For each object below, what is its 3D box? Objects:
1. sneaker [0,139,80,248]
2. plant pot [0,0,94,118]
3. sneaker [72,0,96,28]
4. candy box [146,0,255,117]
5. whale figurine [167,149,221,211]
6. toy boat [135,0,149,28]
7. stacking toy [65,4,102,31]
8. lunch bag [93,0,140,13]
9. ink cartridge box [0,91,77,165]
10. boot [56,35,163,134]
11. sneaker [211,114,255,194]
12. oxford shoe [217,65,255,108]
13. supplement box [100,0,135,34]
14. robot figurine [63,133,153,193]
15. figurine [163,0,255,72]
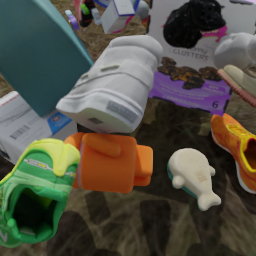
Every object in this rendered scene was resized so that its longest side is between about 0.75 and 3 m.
[{"bbox_3d":[-1.385,1.072,3.652,0.851,2.297,0.960,22,39,-21],"label":"sneaker"},{"bbox_3d":[-2.442,-2.188,7.121,2.039,2.887,2.040,-32,50,3],"label":"plant pot"},{"bbox_3d":[-1.588,-4.344,9.471,0.763,1.760,0.649,22,34,38],"label":"sneaker"},{"bbox_3d":[1.716,-2.045,7.305,2.493,2.973,1.063,16,41,13],"label":"candy box"},{"bbox_3d":[0.976,0.795,4.242,0.765,0.499,0.962,-15,62,-25],"label":"whale figurine"},{"bbox_3d":[1.508,-3.923,8.866,2.937,1.365,2.469,-10,61,39],"label":"toy boat"},{"bbox_3d":[-1.700,-3.252,8.357,1.373,0.428,1.821,-25,40,-8],"label":"stacking toy"},{"bbox_3d":[-0.357,-4.382,8.154,1.916,1.629,1.187,34,39,8],"label":"lunch bag"},{"bbox_3d":[-2.953,0.062,8.090,2.428,1.022,1.755,24,47,25],"label":"ink cartridge box"},{"bbox_3d":[-0.373,-0.704,5.042,2.925,1.076,1.398,4,65,62],"label":"boot"},{"bbox_3d":[3.164,0.408,7.679,1.047,1.107,2.869,-9,41,-8],"label":"sneaker"},{"bbox_3d":[2.676,-0.595,4.996,2.211,0.816,0.783,34,18,8],"label":"oxford shoe"},{"bbox_3d":[-0.241,-2.375,5.980,0.392,0.774,0.400,-17,86,-28],"label":"supplement box"},{"bbox_3d":[-0.472,0.609,5.078,1.801,1.050,1.296,5,2,0],"label":"robot figurine"},{"bbox_3d":[1.772,-1.701,5.261,2.049,0.882,1.999,25,10,-7],"label":"figurine"}]
